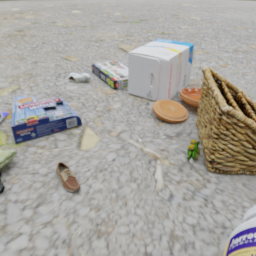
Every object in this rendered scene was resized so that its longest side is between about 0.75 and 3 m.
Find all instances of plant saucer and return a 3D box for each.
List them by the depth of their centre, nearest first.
[{"bbox_3d":[1.590,-0.669,10.477,1.367,0.221,1.367,8,37,-6],"label":"plant saucer"},{"bbox_3d":[3.114,-1.144,11.158,2.142,0.346,2.142,6,24,-3],"label":"plant saucer"}]

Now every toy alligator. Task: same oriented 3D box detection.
[{"bbox_3d":[1.858,0.726,8.225,0.297,0.410,1.236,-16,17,31],"label":"toy alligator"}]

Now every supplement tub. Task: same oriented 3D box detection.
[{"bbox_3d":[2.190,2.498,3.841,1.954,1.954,2.688,16,34,24],"label":"supplement tub"}]

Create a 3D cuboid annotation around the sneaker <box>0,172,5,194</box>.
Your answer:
[{"bbox_3d":[-3.359,1.437,7.281,0.406,0.286,0.764,10,32,-5],"label":"sneaker"}]

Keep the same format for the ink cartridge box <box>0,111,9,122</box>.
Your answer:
[{"bbox_3d":[-5.616,-0.225,9.795,2.094,0.459,2.113,1,30,2],"label":"ink cartridge box"}]

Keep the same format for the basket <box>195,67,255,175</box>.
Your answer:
[{"bbox_3d":[3.295,-0.325,8.275,2.104,2.196,2.948,2,30,4],"label":"basket"}]

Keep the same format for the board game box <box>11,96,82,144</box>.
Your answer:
[{"bbox_3d":[-3.182,-0.570,10.096,2.312,0.713,2.311,-17,36,-26],"label":"board game box"}]

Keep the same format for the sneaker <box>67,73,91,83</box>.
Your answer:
[{"bbox_3d":[-2.336,-2.358,13.384,1.146,0.439,0.463,4,38,20],"label":"sneaker"}]

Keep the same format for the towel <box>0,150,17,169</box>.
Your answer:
[{"bbox_3d":[-3.839,1.019,7.646,1.064,0.262,1.434,-2,27,32],"label":"towel"}]

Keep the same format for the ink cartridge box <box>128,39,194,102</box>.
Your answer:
[{"bbox_3d":[1.435,-2.558,12.209,1.883,1.917,2.603,18,36,28],"label":"ink cartridge box"}]

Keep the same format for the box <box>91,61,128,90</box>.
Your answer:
[{"bbox_3d":[-0.639,-2.646,13.759,1.446,0.456,2.627,-16,35,-24],"label":"box"}]

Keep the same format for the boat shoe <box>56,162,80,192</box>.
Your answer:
[{"bbox_3d":[-1.614,1.279,7.356,0.415,0.394,1.096,-23,38,-33],"label":"boat shoe"}]
